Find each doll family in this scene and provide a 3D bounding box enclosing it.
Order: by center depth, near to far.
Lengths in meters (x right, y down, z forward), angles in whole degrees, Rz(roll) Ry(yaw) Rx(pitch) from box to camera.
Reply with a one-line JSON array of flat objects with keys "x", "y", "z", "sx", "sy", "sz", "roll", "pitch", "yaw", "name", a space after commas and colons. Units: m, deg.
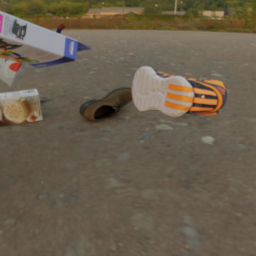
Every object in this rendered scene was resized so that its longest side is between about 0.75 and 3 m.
[{"x": -2.601, "y": -2.950, "z": 9.884, "sx": 0.667, "sy": 1.700, "sz": 0.983, "roll": -1, "pitch": -20, "yaw": -31, "name": "doll family"}]

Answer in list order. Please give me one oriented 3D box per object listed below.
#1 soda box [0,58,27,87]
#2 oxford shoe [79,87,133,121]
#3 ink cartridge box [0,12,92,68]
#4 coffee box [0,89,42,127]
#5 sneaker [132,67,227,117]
[{"x": -3.421, "y": -2.189, "z": 8.552, "sx": 0.647, "sy": 2.041, "sz": 0.697, "roll": 38, "pitch": 46, "yaw": -11, "name": "soda box"}, {"x": -0.640, "y": -0.934, "z": 12.080, "sx": 2.714, "sy": 0.986, "sz": 1.146, "roll": -31, "pitch": 40, "yaw": -28, "name": "oxford shoe"}, {"x": -2.535, "y": -1.985, "z": 6.662, "sx": 1.772, "sy": 0.623, "sz": 2.970, "roll": 4, "pitch": 0, "yaw": 42, "name": "ink cartridge box"}, {"x": -4.685, "y": -0.802, "z": 11.445, "sx": 2.069, "sy": 1.183, "sz": 0.825, "roll": -11, "pitch": 29, "yaw": -20, "name": "coffee box"}, {"x": 1.269, "y": -0.819, "z": 7.148, "sx": 1.661, "sy": 1.150, "sz": 2.964, "roll": 4, "pitch": 17, "yaw": -25, "name": "sneaker"}]
